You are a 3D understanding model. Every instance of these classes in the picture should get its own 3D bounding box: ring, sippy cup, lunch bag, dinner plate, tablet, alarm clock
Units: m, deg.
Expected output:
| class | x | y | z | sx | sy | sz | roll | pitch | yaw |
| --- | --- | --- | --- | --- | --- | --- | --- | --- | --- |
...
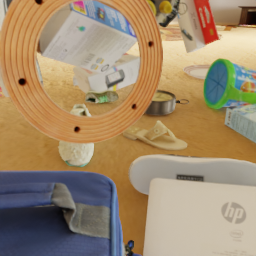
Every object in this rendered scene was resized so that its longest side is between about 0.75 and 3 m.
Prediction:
| class | x | y | z | sx | sy | sz | roll | pitch | yaw |
| --- | --- | --- | --- | --- | --- | --- | --- | --- | --- |
| ring | -0.545 | -0.986 | 4.132 | 2.528 | 2.528 | 0.243 | -14 | 21 | -28 |
| sippy cup | 3.736 | -1.455 | 9.733 | 1.621 | 1.736 | 2.211 | 5 | 62 | -13 |
| lunch bag | -1.264 | 1.511 | 2.869 | 2.899 | 1.918 | 1.970 | -2 | 25 | -2 |
| dinner plate | 3.924 | -2.740 | 13.852 | 2.395 | 0.290 | 2.395 | 0 | 24 | 0 |
| tablet | 1.595 | 1.563 | 4.187 | 2.654 | 0.181 | 1.727 | 4 | 46 | 7 |
| alarm clock | 0.968 | -3.726 | 8.186 | 1.639 | 1.106 | 0.546 | 18 | 4 | -4 |
| alarm clock | 1.137 | -0.850 | 9.441 | 1.862 | 0.620 | 1.256 | -2 | 25 | 0 |

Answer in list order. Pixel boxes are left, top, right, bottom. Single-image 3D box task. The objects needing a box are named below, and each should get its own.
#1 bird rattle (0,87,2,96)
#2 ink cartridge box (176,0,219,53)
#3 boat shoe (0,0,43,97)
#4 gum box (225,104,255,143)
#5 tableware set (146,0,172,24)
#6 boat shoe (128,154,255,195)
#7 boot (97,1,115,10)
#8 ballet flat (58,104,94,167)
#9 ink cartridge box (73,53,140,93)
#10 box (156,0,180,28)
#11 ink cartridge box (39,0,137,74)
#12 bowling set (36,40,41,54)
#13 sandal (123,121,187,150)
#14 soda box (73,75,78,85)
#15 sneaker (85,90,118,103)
| class | x | y | z | sx | sy | sz | roll | pitch | yaw |
| --- | --- | --- | --- | --- | --- | --- | --- | --- | --- |
| bird rattle | -5.392 | -1.384 | 10.758 | 0.821 | 0.567 | 1.007 | -1 | 17 | 39 |
| ink cartridge box | 2.617 | -4.199 | 11.033 | 0.472 | 2.110 | 1.859 | -19 | 7 | -12 |
| boat shoe | -1.925 | -1.625 | 4.711 | 0.735 | 2.168 | 0.778 | -16 | 2 | -38 |
| gum box | 4.435 | 0.015 | 7.615 | 2.289 | 0.600 | 2.694 | -9 | 27 | -18 |
| tableware set | 0.237 | -3.257 | 6.473 | 1.979 | 1.333 | 0.304 | 33 | 21 | -29 |
| boat shoe | 1.418 | 0.981 | 5.332 | 2.781 | 0.972 | 0.921 | 4 | 5 | 8 |
| boot | -0.517 | -3.612 | 7.838 | 1.862 | 1.333 | 0.655 | 38 | 12 | -8 |
| ballet flat | -1.358 | 0.034 | 7.343 | 0.900 | 0.900 | 2.507 | -3 | 26 | -6 |
| ink cartridge box | -0.813 | -2.222 | 11.427 | 2.342 | 1.003 | 1.729 | -25 | 32 | -18 |
| box | 0.795 | -4.511 | 9.365 | 1.825 | 1.495 | 0.786 | 20 | -25 | -21 |
| ink cartridge box | -0.660 | -1.714 | 5.366 | 1.728 | 1.179 | 0.660 | 10 | 57 | -40 |
| bowling set | -2.579 | -2.726 | 7.693 | 2.207 | 1.536 | 1.185 | -27 | 32 | 3 |
| sandal | 0.681 | 0.078 | 7.478 | 1.824 | 0.600 | 0.669 | 13 | 28 | 26 |
| soda box | -1.847 | -2.127 | 12.445 | 1.154 | 0.367 | 0.393 | -2 | 25 | -3 |
| sneaker | -0.988 | -1.043 | 10.158 | 1.289 | 0.496 | 0.571 | 0 | 37 | 13 |
